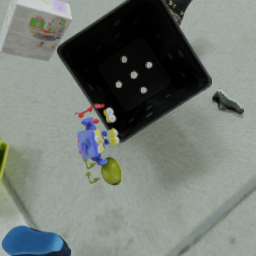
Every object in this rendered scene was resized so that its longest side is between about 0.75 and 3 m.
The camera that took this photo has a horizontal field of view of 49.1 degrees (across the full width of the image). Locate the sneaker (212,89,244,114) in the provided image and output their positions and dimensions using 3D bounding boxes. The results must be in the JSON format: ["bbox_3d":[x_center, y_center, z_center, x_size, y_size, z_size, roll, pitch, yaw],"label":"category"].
[{"bbox_3d":[3.152,-0.750,8.992,0.509,0.374,1.125,-40,70,-12],"label":"sneaker"}]

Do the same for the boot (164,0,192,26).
[{"bbox_3d":[1.020,-3.878,7.775,0.775,2.147,1.622,28,86,52],"label":"boot"}]

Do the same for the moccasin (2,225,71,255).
[{"bbox_3d":[-1.695,2.185,5.057,1.576,0.538,0.634,-5,45,39],"label":"moccasin"}]

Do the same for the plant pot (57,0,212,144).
[{"bbox_3d":[0.144,-1.299,6.353,2.256,2.001,2.250,-33,95,5],"label":"plant pot"}]

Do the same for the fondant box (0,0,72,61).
[{"bbox_3d":[-1.735,-1.813,5.146,0.942,1.306,0.380,3,66,-35],"label":"fondant box"}]

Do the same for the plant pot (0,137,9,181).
[{"bbox_3d":[-4.500,0.946,7.437,2.133,1.936,2.123,3,67,1],"label":"plant pot"}]

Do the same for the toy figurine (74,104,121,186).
[{"bbox_3d":[-0.622,0.345,4.452,0.746,0.847,1.414,-8,93,18],"label":"toy figurine"}]
